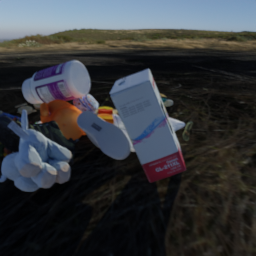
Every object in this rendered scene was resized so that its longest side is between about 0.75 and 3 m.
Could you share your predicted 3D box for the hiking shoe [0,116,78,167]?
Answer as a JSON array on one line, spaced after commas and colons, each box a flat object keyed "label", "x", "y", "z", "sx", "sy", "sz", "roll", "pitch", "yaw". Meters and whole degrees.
[{"label": "hiking shoe", "x": -2.492, "y": 0.232, "z": 7.741, "sx": 2.321, "sy": 0.879, "sz": 1.169, "roll": 34, "pitch": 40, "yaw": -26}]

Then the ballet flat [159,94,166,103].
[{"label": "ballet flat", "x": 0.957, "y": -1.316, "z": 12.941, "sx": 0.905, "sy": 0.831, "sz": 2.636, "roll": -38, "pitch": -8, "yaw": 35}]

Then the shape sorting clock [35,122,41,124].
[{"label": "shape sorting clock", "x": -3.631, "y": -0.050, "z": 11.441, "sx": 1.108, "sy": 0.217, "sz": 1.108, "roll": 1, "pitch": 18, "yaw": 0}]

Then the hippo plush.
[{"label": "hippo plush", "x": -2.484, "y": 0.930, "z": 6.737, "sx": 1.516, "sy": 1.886, "sz": 1.502, "roll": -39, "pitch": 18, "yaw": 22}]

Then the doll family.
[{"label": "doll family", "x": -3.893, "y": 0.179, "z": 9.197, "sx": 1.257, "sy": 0.854, "sz": 2.175, "roll": 12, "pitch": 57, "yaw": -4}]

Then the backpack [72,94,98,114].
[{"label": "backpack", "x": -1.788, "y": -0.939, "z": 11.733, "sx": 1.033, "sy": 0.835, "sz": 1.084, "roll": 38, "pitch": 16, "yaw": -19}]

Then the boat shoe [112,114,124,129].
[{"label": "boat shoe", "x": -0.342, "y": -0.196, "z": 10.886, "sx": 0.437, "sy": 0.481, "sz": 1.308, "roll": -10, "pitch": 25, "yaw": -3}]

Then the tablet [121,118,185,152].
[{"label": "tablet", "x": 0.639, "y": 0.091, "z": 10.542, "sx": 2.701, "sy": 0.184, "sz": 1.758, "roll": -25, "pitch": 31, "yaw": -34}]

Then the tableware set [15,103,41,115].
[{"label": "tableware set", "x": -4.676, "y": -0.944, "z": 13.794, "sx": 0.988, "sy": 0.299, "sz": 1.494, "roll": 31, "pitch": 41, "yaw": 34}]

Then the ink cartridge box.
[{"label": "ink cartridge box", "x": 0.594, "y": -0.151, "z": 7.972, "sx": 1.104, "sy": 2.667, "sz": 1.944, "roll": -21, "pitch": 18, "yaw": 11}]

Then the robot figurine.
[{"label": "robot figurine", "x": -2.438, "y": -0.276, "z": 10.422, "sx": 1.352, "sy": 1.668, "sz": 2.319, "roll": -30, "pitch": 32, "yaw": -22}]

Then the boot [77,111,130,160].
[{"label": "boot", "x": -0.637, "y": 0.366, "z": 9.119, "sx": 0.901, "sy": 1.171, "sz": 2.450, "roll": -45, "pitch": 53, "yaw": -6}]

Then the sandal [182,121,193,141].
[{"label": "sandal", "x": 2.131, "y": 0.151, "z": 9.887, "sx": 0.325, "sy": 0.819, "sz": 0.234, "roll": -21, "pitch": 44, "yaw": -28}]

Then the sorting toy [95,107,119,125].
[{"label": "sorting toy", "x": -0.566, "y": -0.503, "z": 12.334, "sx": 2.539, "sy": 0.463, "sz": 2.350, "roll": -2, "pitch": 21, "yaw": -3}]

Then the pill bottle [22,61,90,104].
[{"label": "pill bottle", "x": -2.957, "y": -1.723, "z": 11.329, "sx": 2.581, "sy": 1.449, "sz": 1.449, "roll": -9, "pitch": 15, "yaw": 25}]

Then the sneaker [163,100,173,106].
[{"label": "sneaker", "x": 1.867, "y": -1.397, "z": 14.837, "sx": 1.001, "sy": 0.384, "sz": 0.557, "roll": -4, "pitch": 28, "yaw": 8}]
